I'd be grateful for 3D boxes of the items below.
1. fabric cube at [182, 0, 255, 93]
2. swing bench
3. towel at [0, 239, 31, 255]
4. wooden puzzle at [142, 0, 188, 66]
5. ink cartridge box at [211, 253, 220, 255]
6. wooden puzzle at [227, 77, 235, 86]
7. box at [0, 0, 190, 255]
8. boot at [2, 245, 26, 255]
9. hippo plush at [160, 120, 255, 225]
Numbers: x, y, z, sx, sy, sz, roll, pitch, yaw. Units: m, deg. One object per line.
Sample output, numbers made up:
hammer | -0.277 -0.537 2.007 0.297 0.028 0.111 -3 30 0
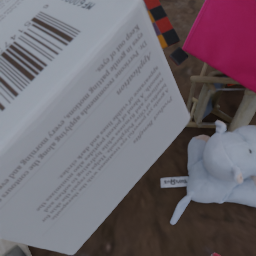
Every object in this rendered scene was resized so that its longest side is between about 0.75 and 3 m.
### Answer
fabric cube | 2.535 -1.896 4.596 2.067 2.035 2.074 35 44 13
swing bench | 2.361 -0.714 6.901 1.754 1.744 1.138 17 55 13
towel | -2.376 2.504 5.402 0.911 0.237 1.375 -25 59 -20
wooden puzzle | 0.102 -1.919 5.342 1.328 0.157 2.240 -26 84 -5
ink cartridge box | 1.909 3.269 4.446 2.003 0.830 1.460 29 58 20
wooden puzzle | 3.742 -1.545 7.489 2.245 2.427 0.452 -12 95 -12
box | -1.116 -0.285 3.922 2.651 2.282 2.665 -48 52 -7
boot | -1.953 2.901 4.749 1.347 0.489 1.224 45 48 4
hippo plush | 1.926 0.562 5.793 2.428 1.952 1.934 -8 53 -6
